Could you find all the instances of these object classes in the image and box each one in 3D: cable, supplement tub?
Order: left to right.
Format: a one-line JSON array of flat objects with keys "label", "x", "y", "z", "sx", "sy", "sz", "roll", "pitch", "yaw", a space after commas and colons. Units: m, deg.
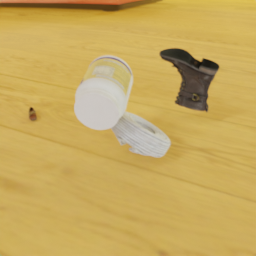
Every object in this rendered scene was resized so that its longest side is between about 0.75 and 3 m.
[{"label": "supplement tub", "x": -0.594, "y": -0.902, "z": 7.040, "sx": 1.262, "sy": 1.262, "sz": 1.735, "roll": 5, "pitch": 41, "yaw": 7}, {"label": "cable", "x": 0.328, "y": 0.140, "z": 7.856, "sx": 1.798, "sy": 0.623, "sz": 1.798, "roll": 20, "pitch": 17, "yaw": -39}]

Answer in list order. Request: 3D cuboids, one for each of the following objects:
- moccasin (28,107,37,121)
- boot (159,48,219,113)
[{"label": "moccasin", "x": -3.417, "y": -0.511, "z": 10.011, "sx": 0.284, "sy": 0.300, "sz": 0.777, "roll": -9, "pitch": 33, "yaw": -14}, {"label": "boot", "x": 1.746, "y": -1.407, "z": 8.742, "sx": 2.007, "sy": 1.748, "sz": 0.695, "roll": 26, "pitch": 46, "yaw": 16}]
